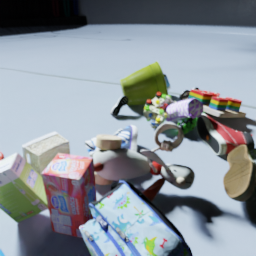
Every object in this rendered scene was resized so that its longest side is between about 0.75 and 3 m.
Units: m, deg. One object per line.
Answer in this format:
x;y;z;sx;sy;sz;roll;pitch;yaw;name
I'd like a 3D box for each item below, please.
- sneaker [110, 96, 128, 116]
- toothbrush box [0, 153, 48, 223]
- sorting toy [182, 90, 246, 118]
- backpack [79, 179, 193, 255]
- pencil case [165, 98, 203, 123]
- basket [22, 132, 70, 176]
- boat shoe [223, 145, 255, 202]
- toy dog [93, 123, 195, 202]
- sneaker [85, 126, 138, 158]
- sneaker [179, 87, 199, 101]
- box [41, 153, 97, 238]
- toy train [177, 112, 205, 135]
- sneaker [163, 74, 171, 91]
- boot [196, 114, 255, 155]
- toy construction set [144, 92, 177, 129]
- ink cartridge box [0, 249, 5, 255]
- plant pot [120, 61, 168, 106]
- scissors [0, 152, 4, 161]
-0.419;-0.984;12.300;1.129;0.417;0.448;-51;21;-20;sneaker
-2.525;1.391;6.379;1.006;1.382;0.595;-27;30;14;toothbrush box
3.772;-1.101;12.076;2.019;0.707;2.031;-2;22;-40;sorting toy
0.149;2.144;4.925;1.378;1.716;1.876;-38;45;-20;backpack
2.105;-0.621;10.684;0.750;0.764;1.788;26;-12;-16;pencil case
-2.460;0.791;8.600;0.782;0.859;1.268;22;33;33;basket
3.133;1.290;7.510;0.866;0.780;2.401;-38;4;28;boat shoe
0.155;1.037;7.192;2.900;1.913;1.397;-10;8;16;toy dog
-0.557;0.432;9.005;1.578;0.868;2.155;15;32;-7;sneaker
2.920;-1.510;13.546;1.570;0.579;0.628;-18;-12;-45;sneaker
-1.233;1.500;6.177;0.865;1.686;0.798;6;29;13;box
2.499;-0.191;10.995;0.376;0.508;1.801;19;32;38;toy train
1.094;-2.439;14.829;2.334;1.050;0.915;0;24;26;sneaker
3.476;0.165;10.037;1.555;0.780;2.155;-5;34;-12;boot
1.418;-0.766;11.409;1.969;0.907;1.291;-26;43;-36;toy construction set
-3.273;2.560;4.754;1.419;0.819;1.943;33;40;31;ink cartridge box
0.666;-1.881;13.136;1.916;1.990;1.990;-17;27;-1;plant pot
-3.777;1.195;8.503;2.905;0.202;1.063;14;29;27;scissors
